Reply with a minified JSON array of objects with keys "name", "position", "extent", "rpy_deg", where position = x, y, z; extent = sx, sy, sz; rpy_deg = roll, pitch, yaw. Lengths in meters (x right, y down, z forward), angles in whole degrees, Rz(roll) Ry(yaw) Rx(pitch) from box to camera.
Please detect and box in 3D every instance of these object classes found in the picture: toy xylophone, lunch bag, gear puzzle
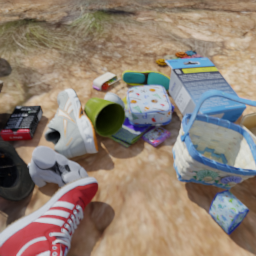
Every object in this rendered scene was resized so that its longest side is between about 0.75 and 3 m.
[{"name":"toy xylophone","position":[-0.837,-1.836,11.129],"extent":[1.190,0.299,0.871],"rpy_deg":[-32,47,-33]},{"name":"lunch bag","position":[0.694,-0.720,9.101],"extent":[1.444,0.681,1.802],"rpy_deg":[-4,38,-2]},{"name":"lunch bag","position":[2.165,1.868,6.170],"extent":[0.486,0.763,0.649],"rpy_deg":[-4,36,-33]},{"name":"gear puzzle","position":[2.281,-3.236,12.867],"extent":[2.302,0.301,1.192],"rpy_deg":[-14,41,-17]}]

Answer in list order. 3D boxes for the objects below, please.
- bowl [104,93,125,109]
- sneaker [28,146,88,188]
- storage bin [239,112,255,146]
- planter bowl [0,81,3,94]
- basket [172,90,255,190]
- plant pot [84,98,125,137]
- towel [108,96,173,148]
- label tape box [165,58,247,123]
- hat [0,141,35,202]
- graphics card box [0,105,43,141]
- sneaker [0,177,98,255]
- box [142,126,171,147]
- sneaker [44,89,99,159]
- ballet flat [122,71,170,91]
[{"name":"bowl","position":[-0.518,-0.737,9.164],"extent":[0.785,0.785,0.353],"rpy_deg":[22,57,25]},{"name":"sneaker","position":[-1.793,1.213,7.153],"extent":[1.683,0.967,0.632],"rpy_deg":[37,42,-10]},{"name":"storage bin","position":[4.346,0.123,8.440],"extent":[1.391,0.656,1.401],"rpy_deg":[-12,41,-15]},{"name":"planter bowl","position":[-4.797,-0.973,8.781],"extent":[1.077,1.601,1.601],"rpy_deg":[26,35,-19]},{"name":"basket","position":[2.285,0.305,6.619],"extent":[2.173,2.465,1.714],"rpy_deg":[11,38,-11]},{"name":"plant pot","position":[-0.824,-0.438,8.597],"extent":[1.086,1.086,1.046],"rpy_deg":[-25,38,-27]},{"name":"towel","position":[0.142,-0.433,9.416],"extent":[1.850,0.293,2.576],"rpy_deg":[28,47,29]},{"name":"label tape box","position":[2.414,-1.239,9.358],"extent":[1.809,0.834,2.524],"rpy_deg":[-9,53,-23]},{"name":"hat","position":[-3.302,1.159,6.925],"extent":[0.753,1.867,1.867],"rpy_deg":[-40,38,16]},{"name":"graphics card box","position":[-3.378,-0.177,9.004],"extent":[0.906,0.367,1.444],"rpy_deg":[-4,40,3]},{"name":"sneaker","position":[-1.309,2.113,5.809],"extent":[2.491,0.887,1.401],"rpy_deg":[-34,50,-31]},{"name":"box","position":[0.881,0.257,8.675],"extent":[0.751,0.147,0.514],"rpy_deg":[-31,47,-33]},{"name":"sneaker","position":[-1.967,-0.193,8.546],"extent":[1.355,1.115,2.945],"rpy_deg":[-19,41,-14]},{"name":"ballet flat","position":[0.786,-1.900,11.002],"extent":[2.087,0.697,0.700],"rpy_deg":[13,15,17]}]
